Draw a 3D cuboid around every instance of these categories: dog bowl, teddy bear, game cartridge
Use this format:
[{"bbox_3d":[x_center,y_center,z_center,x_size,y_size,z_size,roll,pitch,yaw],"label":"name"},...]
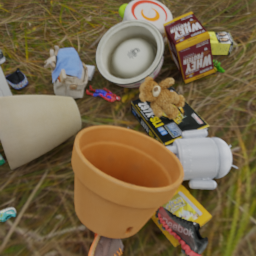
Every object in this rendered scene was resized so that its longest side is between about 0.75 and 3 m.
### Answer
[{"bbox_3d":[0.161,-2.959,11.728,2.896,1.068,2.896,-5,73,17],"label":"dog bowl"},{"bbox_3d":[1.245,-1.010,9.698,1.373,1.893,0.632,-42,33,-2],"label":"teddy bear"},{"bbox_3d":[1.406,2.459,8.403,1.443,0.266,1.637,-29,56,-23],"label":"game cartridge"}]

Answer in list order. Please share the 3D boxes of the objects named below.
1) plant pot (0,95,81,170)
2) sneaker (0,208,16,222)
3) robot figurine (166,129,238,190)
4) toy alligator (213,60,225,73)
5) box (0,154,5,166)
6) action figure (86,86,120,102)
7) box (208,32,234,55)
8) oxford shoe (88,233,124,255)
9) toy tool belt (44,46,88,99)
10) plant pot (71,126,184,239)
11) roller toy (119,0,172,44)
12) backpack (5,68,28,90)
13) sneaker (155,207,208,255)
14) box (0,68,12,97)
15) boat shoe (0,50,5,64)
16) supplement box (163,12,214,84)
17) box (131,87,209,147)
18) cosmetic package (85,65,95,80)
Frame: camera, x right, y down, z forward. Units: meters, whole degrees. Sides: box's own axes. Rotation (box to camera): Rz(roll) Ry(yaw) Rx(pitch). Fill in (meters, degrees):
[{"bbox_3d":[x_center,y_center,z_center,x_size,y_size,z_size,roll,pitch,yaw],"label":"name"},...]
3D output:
[{"bbox_3d":[-2.966,-0.135,9.404,2.548,2.386,2.386,-17,51,-22],"label":"plant pot"},{"bbox_3d":[-3.726,2.623,8.246,0.800,0.310,0.319,-20,60,-17],"label":"sneaker"},{"bbox_3d":[2.257,0.992,8.968,2.339,1.321,1.984,-3,70,-3],"label":"robot figurine"},{"bbox_3d":[3.671,-3.030,13.052,1.774,0.481,0.526,25,53,20],"label":"toy alligator"},{"bbox_3d":[-5.158,0.263,9.587,0.561,1.361,2.319,-36,58,-27],"label":"box"},{"bbox_3d":[-1.021,-1.408,11.743,1.479,0.382,0.484,19,49,13],"label":"action figure"},{"bbox_3d":[3.611,-4.203,13.907,2.907,0.728,1.094,1,49,1],"label":"box"},{"bbox_3d":[-0.566,3.279,7.336,0.851,0.832,2.334,9,49,2],"label":"oxford shoe"},{"bbox_3d":[-2.571,-2.588,11.645,1.704,1.677,2.729,-11,58,-3],"label":"toy tool belt"},{"bbox_3d":[-0.246,1.504,7.577,2.920,2.044,2.920,17,22,-7],"label":"plant pot"},{"bbox_3d":[0.861,-4.837,13.653,2.336,1.790,2.561,-13,65,-18],"label":"roller toy"},{"bbox_3d":[-4.766,-2.029,12.078,0.839,0.646,0.799,-42,56,-16],"label":"backpack"},{"bbox_3d":[1.449,2.664,7.516,0.816,0.590,1.670,-50,62,8],"label":"sneaker"},{"bbox_3d":[-6.160,-1.461,10.589,2.768,2.108,1.472,-36,58,-27],"label":"box"},{"bbox_3d":[-6.565,-3.025,12.950,0.677,0.627,1.835,33,56,25],"label":"boat shoe"},{"bbox_3d":[2.630,-3.467,12.163,1.354,2.011,2.039,-21,48,7],"label":"supplement box"},{"bbox_3d":[1.508,-0.382,10.672,1.959,0.605,2.453,-22,53,-16],"label":"box"},{"bbox_3d":[-2.084,-2.549,12.783,0.981,0.253,0.739,9,49,8],"label":"cosmetic package"}]
